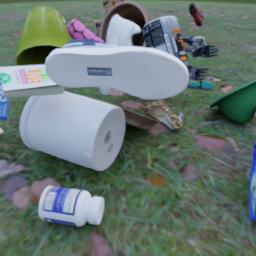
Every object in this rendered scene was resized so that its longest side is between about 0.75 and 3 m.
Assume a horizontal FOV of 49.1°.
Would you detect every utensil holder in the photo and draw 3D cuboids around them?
[{"bbox_3d":[-1.752,0.006,9.311,2.701,2.295,2.295,16,35,22],"label":"utensil holder"}]

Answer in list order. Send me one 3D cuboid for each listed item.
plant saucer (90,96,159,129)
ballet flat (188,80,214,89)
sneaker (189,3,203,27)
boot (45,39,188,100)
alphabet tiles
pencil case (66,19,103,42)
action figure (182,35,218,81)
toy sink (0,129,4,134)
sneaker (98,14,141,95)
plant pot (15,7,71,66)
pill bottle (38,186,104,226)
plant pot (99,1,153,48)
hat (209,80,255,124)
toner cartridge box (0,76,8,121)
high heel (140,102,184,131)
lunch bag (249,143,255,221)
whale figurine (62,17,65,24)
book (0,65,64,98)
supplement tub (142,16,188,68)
[{"bbox_3d":[-0.212,-0.520,10.861,2.841,0.520,2.841,21,4,-2],"label":"plant saucer"},{"bbox_3d":[3.875,-2.342,14.943,1.330,0.451,0.501,5,23,15],"label":"ballet flat"},{"bbox_3d":[2.599,-4.341,10.615,0.333,0.942,0.460,-3,45,45],"label":"sneaker"},{"bbox_3d":[-0.160,-1.259,5.298,2.559,0.931,1.156,9,35,4],"label":"boot"},{"bbox_3d":[-0.603,-4.506,12.748,2.102,2.515,0.095,-18,31,-30],"label":"alphabet tiles"},{"bbox_3d":[-1.525,-3.305,10.590,1.738,0.789,0.814,40,15,-13],"label":"pencil case"},{"bbox_3d":[1.997,-2.484,10.013,1.452,1.692,2.846,5,21,-21],"label":"action figure"},{"bbox_3d":[-5.533,0.022,10.877,1.063,0.596,0.693,-25,40,-35],"label":"toy sink"},{"bbox_3d":[-0.308,-2.003,7.994,0.986,2.264,0.843,17,12,-1],"label":"sneaker"},{"bbox_3d":[-2.789,-2.981,9.556,1.956,1.956,1.884,-5,69,-8],"label":"plant pot"},{"bbox_3d":[-1.440,2.053,7.281,1.508,0.903,0.903,7,32,8],"label":"pill bottle"},{"bbox_3d":[0.418,-3.669,11.733,2.536,2.536,2.212,25,17,34],"label":"plant pot"},{"bbox_3d":[5.004,-0.364,11.605,2.911,2.411,2.562,-18,77,-45],"label":"hat"},{"bbox_3d":[-4.621,-1.119,9.788,0.790,1.663,0.359,6,-18,-33],"label":"toner cartridge box"},{"bbox_3d":[1.309,-0.496,11.565,1.992,0.711,1.420,17,28,10],"label":"high heel"},{"bbox_3d":[4.533,1.435,7.606,2.162,1.621,2.543,10,42,16],"label":"lunch bag"},{"bbox_3d":[-3.025,-4.692,12.029,0.435,0.667,0.839,-32,51,8],"label":"whale figurine"},{"bbox_3d":[-2.694,-1.344,7.836,1.562,0.375,1.043,-10,52,-24],"label":"book"},{"bbox_3d":[1.030,-2.044,7.489,0.973,1.588,0.973,-16,5,1],"label":"supplement tub"}]
